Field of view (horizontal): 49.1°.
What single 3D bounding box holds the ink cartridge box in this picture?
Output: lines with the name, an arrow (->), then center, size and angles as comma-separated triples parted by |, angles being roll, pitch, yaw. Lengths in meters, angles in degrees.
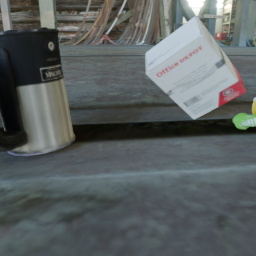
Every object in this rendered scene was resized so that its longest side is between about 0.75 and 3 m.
ink cartridge box -> 1.920, -1.603, 8.067 | 1.787, 2.476, 1.037 | -31, 41, 29

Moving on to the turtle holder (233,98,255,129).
turtle holder -> 4.048, -0.421, 7.588 | 1.516, 1.996, 1.417 | 40, 2, -10

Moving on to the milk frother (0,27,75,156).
milk frother -> -2.958, -0.835, 6.602 | 2.809, 2.642, 2.535 | 10, 23, 41
